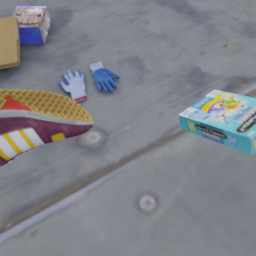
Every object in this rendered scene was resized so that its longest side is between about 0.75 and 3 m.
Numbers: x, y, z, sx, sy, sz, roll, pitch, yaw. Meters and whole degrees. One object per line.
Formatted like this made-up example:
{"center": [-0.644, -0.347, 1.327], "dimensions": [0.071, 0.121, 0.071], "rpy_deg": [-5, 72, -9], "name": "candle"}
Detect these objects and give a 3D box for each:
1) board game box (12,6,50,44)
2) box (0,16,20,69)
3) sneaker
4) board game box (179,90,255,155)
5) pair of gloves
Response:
{"center": [-3.528, -3.718, 10.096], "dimensions": [1.120, 0.680, 1.405], "rpy_deg": [-1, 52, 0], "name": "board game box"}
{"center": [-4.672, -2.600, 9.009], "dimensions": [2.318, 0.247, 1.895], "rpy_deg": [-11, 68, 0], "name": "box"}
{"center": [-1.708, 0.044, 4.249], "dimensions": [2.390, 1.077, 0.896], "rpy_deg": [3, 31, -35], "name": "sneaker"}
{"center": [1.958, -0.197, 5.357], "dimensions": [1.176, 0.365, 1.557], "rpy_deg": [-34, 35, -26], "name": "board game box"}
{"center": [-1.180, -1.449, 8.619], "dimensions": [1.790, 0.204, 1.439], "rpy_deg": [-19, 56, -13], "name": "pair of gloves"}
